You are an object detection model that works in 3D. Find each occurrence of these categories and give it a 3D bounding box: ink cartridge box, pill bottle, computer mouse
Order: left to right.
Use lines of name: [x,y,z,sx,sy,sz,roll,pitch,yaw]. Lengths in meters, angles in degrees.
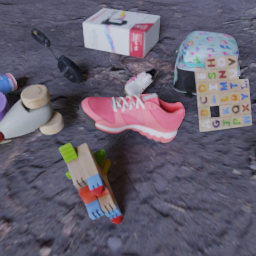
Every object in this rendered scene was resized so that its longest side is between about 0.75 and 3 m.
pill bottle: [-4.450,-1.401,9.581,0.627,0.627,1.118,31,49,31]
computer mouse: [-2.494,-2.608,10.005,0.418,2.454,0.719,-48,15,-29]
ink cartridge box: [-0.273,-4.260,12.418,2.850,1.180,2.077,15,43,17]

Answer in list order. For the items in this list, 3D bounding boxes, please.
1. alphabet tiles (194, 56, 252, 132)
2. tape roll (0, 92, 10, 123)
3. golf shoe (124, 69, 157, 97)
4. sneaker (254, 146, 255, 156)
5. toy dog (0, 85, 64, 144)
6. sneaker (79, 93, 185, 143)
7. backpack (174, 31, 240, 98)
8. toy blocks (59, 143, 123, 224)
alphabet tiles: [2.742,-1.007,8.025,1.729,2.068,0.078,-7,4,-16]
tape roll: [-4.255,-0.571,8.543,1.168,0.496,1.168,2,55,-2]
golf shoe: [0.406,-1.540,9.303,0.573,0.727,1.580,45,46,-5]
sneaker: [3.378,0.749,6.746,0.356,0.299,0.908,-31,90,-22]
toy dog: [-3.153,-0.263,7.368,2.793,1.842,1.345,-12,36,-33]
sneaker: [0.200,-0.528,7.447,2.918,1.265,1.075,10,44,-22]
backpack: [2.752,-2.313,9.834,2.194,1.861,2.471,9,37,10]
toy blocks: [-0.668,1.266,5.782,0.976,1.953,1.335,-25,57,-5]
